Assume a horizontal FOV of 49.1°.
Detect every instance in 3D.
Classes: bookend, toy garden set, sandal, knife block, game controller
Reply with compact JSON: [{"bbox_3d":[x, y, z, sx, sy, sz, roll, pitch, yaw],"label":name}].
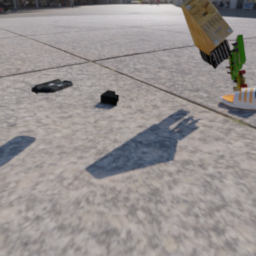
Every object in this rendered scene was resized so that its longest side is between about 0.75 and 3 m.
[{"bbox_3d":[-0.721,-1.378,12.701,0.825,0.382,0.830,12,29,19],"label":"bookend"},{"bbox_3d":[2.416,-1.307,6.376,0.264,1.103,1.323,-5,-9,11],"label":"toy garden set"},{"bbox_3d":[5.568,-1.310,12.057,2.959,0.848,1.134,12,30,21],"label":"sandal"},{"bbox_3d":[3.194,-3.882,11.693,0.924,2.888,2.535,-39,2,0],"label":"knife block"},{"bbox_3d":[-2.655,-1.453,9.942,0.874,0.353,1.676,14,22,14],"label":"game controller"}]
